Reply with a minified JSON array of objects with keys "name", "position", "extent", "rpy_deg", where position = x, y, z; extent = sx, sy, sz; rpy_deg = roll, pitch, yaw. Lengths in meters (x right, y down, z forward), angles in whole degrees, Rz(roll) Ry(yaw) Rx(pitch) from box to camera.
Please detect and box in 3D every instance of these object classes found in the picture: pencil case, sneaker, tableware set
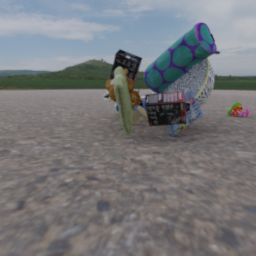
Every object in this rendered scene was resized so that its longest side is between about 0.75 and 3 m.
[{"name":"pencil case","position":[1.832,-2.405,10.111],"extent":[1.312,1.208,2.840],"rpy_deg":[-3,-22,-42]},{"name":"sneaker","position":[-0.831,-1.559,13.967],"extent":[0.961,0.613,1.663],"rpy_deg":[2,0,-19]},{"name":"tableware set","position":[0.181,-0.975,12.529],"extent":[0.249,1.795,2.149],"rpy_deg":[-40,-12,21]},{"name":"sneaker","position":[0.559,-1.106,14.799],"extent":[2.737,1.012,1.126],"rpy_deg":[-3,10,19]}]

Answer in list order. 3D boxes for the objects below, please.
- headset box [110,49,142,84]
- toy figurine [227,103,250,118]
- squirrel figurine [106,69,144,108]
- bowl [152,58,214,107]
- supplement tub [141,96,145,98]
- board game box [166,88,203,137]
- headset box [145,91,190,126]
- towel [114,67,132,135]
[{"name":"headset box","position":[-0.116,-2.354,11.480],"extent":[1.023,1.375,0.531],"rpy_deg":[22,43,6]},{"name":"toy figurine","position":[5.749,-0.809,14.388],"extent":[0.965,0.724,0.888],"rpy_deg":[-25,26,-11]},{"name":"squirrel figurine","position":[-0.077,-1.266,10.963],"extent":[1.086,1.432,1.534],"rpy_deg":[-30,31,27]},{"name":"bowl","position":[2.452,-1.681,11.327],"extent":[1.395,2.973,2.973],"rpy_deg":[20,-2,-32]},{"name":"supplement tub","position":[0.697,-1.343,16.111],"extent":[1.286,0.935,0.935],"rpy_deg":[-6,12,-36]},{"name":"board game box","position":[1.731,-0.709,9.513],"extent":[1.451,1.450,0.448],"rpy_deg":[-32,16,-9]},{"name":"headset box","position":[1.224,-0.571,8.551],"extent":[1.306,0.972,0.504],"rpy_deg":[-5,48,12]},{"name":"towel","position":[-0.153,-0.870,9.245],"extent":[0.356,1.952,1.448],"rpy_deg":[-8,36,6]}]
